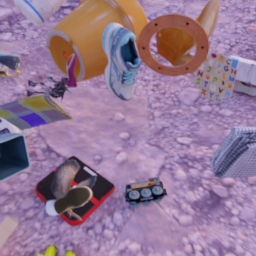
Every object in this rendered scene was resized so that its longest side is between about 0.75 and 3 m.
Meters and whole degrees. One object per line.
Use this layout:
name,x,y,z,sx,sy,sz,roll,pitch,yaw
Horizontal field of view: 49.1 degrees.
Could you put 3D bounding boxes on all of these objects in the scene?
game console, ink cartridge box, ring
game console,-1.747,1.964,9.043,2.078,0.322,1.838,31,50,25
ink cartridge box,5.598,-2.434,12.409,2.499,0.848,1.450,22,26,20
ring,1.363,-2.483,8.565,2.167,2.167,0.208,9,51,9

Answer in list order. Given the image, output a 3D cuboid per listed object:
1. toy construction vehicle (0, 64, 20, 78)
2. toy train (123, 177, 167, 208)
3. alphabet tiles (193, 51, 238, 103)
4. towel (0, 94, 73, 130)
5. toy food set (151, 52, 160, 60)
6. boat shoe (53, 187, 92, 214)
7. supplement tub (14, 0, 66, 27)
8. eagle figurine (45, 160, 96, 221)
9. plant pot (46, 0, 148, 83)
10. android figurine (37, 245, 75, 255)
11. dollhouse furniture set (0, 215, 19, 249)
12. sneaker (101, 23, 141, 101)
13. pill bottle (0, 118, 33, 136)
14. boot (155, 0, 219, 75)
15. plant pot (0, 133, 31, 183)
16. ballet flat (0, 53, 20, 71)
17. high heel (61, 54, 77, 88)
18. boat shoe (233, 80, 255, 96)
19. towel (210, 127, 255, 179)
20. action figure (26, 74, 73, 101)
toy construction vehicle,-5.806,-2.740,13.398,1.195,0.421,1.040,-10,37,-13
toy train,0.513,2.005,8.825,1.381,0.588,0.787,-9,35,-6
alphabet tiles,3.231,-1.889,10.313,1.536,0.058,1.846,21,76,-7
towel,-2.611,-0.372,7.572,1.878,1.348,0.214,-10,64,16
toy food set,1.085,-3.549,14.180,1.022,0.460,0.488,15,32,-10
boat shoe,-1.025,1.382,5.417,0.314,0.998,0.364,-2,61,-57
supplement tub,-2.998,-4.638,9.941,1.184,1.184,1.795,37,83,29
eagle figurine,-1.364,1.472,6.594,0.910,1.200,0.905,15,22,-18
plant pot,-1.216,-3.039,9.814,2.980,2.980,2.728,31,53,26
android figurine,-2.054,3.940,7.109,1.606,0.362,1.765,11,47,9
dollhouse furniture set,-4.315,2.608,7.317,2.225,2.044,1.448,36,48,-8
sneaker,-0.120,-1.767,8.335,0.955,2.460,1.062,-34,45,-25
pill bottle,-4.658,0.322,9.819,2.404,1.340,1.340,-34,56,-29
boot,2.021,-3.681,10.600,1.052,2.990,2.141,-26,55,-33
plant pot,-3.307,0.685,7.221,1.016,0.995,0.997,8,22,35
ballet flat,-3.214,-1.668,7.064,1.294,0.473,0.473,16,48,31
high heel,-1.651,-1.732,8.554,0.533,1.108,0.374,10,40,-31
boat shoe,5.093,-1.766,12.465,1.419,0.474,0.404,31,13,26
towel,2.524,0.580,5.981,1.082,1.307,0.559,2,46,-19
action figure,-2.017,-1.045,7.194,1.106,0.658,0.565,-4,33,-32
